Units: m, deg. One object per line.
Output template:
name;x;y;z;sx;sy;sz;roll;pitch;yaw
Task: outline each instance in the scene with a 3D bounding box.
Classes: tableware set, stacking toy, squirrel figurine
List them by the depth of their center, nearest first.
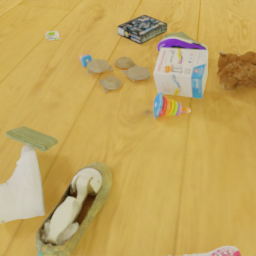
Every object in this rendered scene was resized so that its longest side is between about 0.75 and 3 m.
stacking toy;1.485;-0.644;9.186;1.236;0.717;0.678;10;46;-10
squirrel figurine;4.071;-2.202;10.205;1.885;1.429;2.020;24;46;32
tableware set;-0.391;-2.224;10.939;2.331;0.270;1.947;-16;47;-19
stacking toy;-1.846;-2.894;11.619;0.472;0.446;0.813;-24;37;-19

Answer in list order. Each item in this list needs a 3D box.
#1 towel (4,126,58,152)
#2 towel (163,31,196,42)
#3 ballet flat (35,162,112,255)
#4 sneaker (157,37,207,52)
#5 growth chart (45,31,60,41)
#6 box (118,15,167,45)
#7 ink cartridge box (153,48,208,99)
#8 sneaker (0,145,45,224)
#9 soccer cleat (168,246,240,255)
towel;-2.581;0.275;7.549;1.228;0.224;0.911;19;12;2
towel;2.402;-3.990;12.786;1.062;0.261;1.432;-21;48;-23
ballet flat;-1.149;1.685;6.440;1.032;1.032;2.919;15;46;15
sneaker;2.222;-3.169;11.603;2.100;0.730;1.044;9;46;9
growth chart;-3.602;-4.391;13.336;0.700;0.086;0.967;-11;45;-10
box;0.696;-4.777;13.462;1.529;0.442;1.924;34;53;30
ink cartridge box;1.828;-1.889;9.610;1.617;1.170;1.191;9;65;19
sneaker;-2.826;1.291;6.971;1.252;0.798;2.166;-11;46;-14
soccer cleat;1.099;2.767;5.428;2.361;0.825;1.019;-23;46;-22
